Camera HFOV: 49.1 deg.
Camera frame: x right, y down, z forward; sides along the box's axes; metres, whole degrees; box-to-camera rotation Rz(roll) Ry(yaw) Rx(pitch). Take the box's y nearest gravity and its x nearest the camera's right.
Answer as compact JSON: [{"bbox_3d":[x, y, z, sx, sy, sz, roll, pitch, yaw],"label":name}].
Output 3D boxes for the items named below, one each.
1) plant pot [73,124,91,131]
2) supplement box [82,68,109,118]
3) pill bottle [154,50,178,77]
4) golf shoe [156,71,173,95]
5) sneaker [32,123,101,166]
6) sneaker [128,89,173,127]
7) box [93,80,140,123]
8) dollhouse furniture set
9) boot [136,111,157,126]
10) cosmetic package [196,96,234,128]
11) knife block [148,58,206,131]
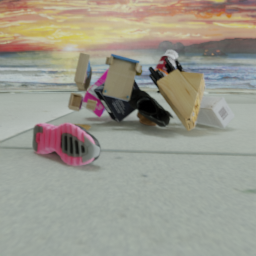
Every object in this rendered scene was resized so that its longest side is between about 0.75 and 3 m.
[{"bbox_3d":[-1.893,-0.015,10.264,1.050,0.144,1.050,4,7,-1],"label":"plant pot"},{"bbox_3d":[-1.209,-1.870,14.538,1.219,1.193,2.358,35,58,2],"label":"supplement box"},{"bbox_3d":[1.745,-2.880,12.929,0.778,1.377,0.778,26,-17,8],"label":"pill bottle"},{"bbox_3d":[1.925,-2.494,14.675,0.823,1.788,0.649,2,33,-1],"label":"golf shoe"},{"bbox_3d":[-1.468,0.355,7.474,2.577,1.018,1.229,11,4,43],"label":"sneaker"},{"bbox_3d":[0.716,-0.911,11.020,2.903,0.872,1.514,42,4,30],"label":"sneaker"},{"bbox_3d":[-0.355,-1.480,12.967,1.749,1.720,1.027,-37,23,-13],"label":"box"},{"bbox_3d":[-0.921,-1.707,12.190,2.714,2.562,1.771,12,-5,-3],"label":"dollhouse furniture set"},{"bbox_3d":[0.798,-0.569,12.218,0.641,0.657,1.742,4,22,-19],"label":"boot"},{"bbox_3d":[3.371,-0.739,12.077,0.754,1.073,2.116,-46,24,-13],"label":"cosmetic package"},{"bbox_3d":[1.699,-1.474,11.295,2.534,2.886,0.923,9,-25,26],"label":"knife block"}]
